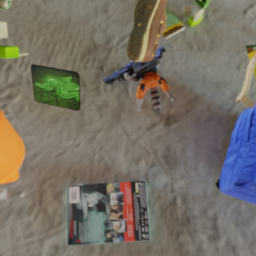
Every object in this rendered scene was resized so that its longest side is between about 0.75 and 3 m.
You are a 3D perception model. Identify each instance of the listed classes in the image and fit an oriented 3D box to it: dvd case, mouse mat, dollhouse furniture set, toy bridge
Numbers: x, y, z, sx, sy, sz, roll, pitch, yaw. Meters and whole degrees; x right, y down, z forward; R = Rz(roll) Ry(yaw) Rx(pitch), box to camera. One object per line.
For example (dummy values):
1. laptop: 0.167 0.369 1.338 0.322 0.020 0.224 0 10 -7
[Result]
1. dvd case: -0.582 2.430 8.080 2.314 0.255 1.689 -4 72 -2
2. mouse mat: -1.891 -1.039 7.301 1.376 1.108 0.052 11 33 11
3. dollhouse furniture set: -2.933 -2.636 6.156 1.337 1.025 2.041 8 110 14
4. toy bridge: 3.369 -1.527 6.814 0.759 0.307 2.258 32 103 -14
5. dollhouse furniture set: 1.919 -4.166 9.857 2.248 0.868 1.123 -31 74 -9

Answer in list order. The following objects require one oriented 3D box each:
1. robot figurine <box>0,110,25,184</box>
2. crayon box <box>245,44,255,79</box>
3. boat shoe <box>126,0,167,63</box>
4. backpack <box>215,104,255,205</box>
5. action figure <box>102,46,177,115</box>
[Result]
1. robot figurine: -3.131 0.231 5.688 1.514 2.596 1.867 22 60 24
2. crayon box: 3.957 -1.747 7.934 0.931 0.373 1.467 -16 87 -28
3. boat shoe: 0.528 -2.428 6.375 0.647 1.915 0.689 -2 29 -37
4. backpack: 4.134 0.616 7.570 2.330 2.406 2.867 21 71 0
5. action figure: 0.403 -1.506 9.120 2.248 1.176 2.175 -19 64 20
